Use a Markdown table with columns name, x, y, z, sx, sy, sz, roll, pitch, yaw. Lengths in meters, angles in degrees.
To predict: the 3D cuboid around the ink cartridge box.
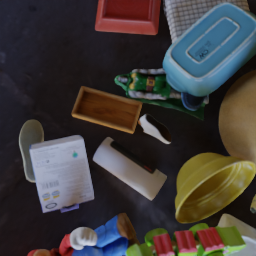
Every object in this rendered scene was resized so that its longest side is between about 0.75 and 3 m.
| name | x | y | z | sx | sy | sz | roll | pitch | yaw |
| --- | --- | --- | --- | --- | --- | --- | --- | --- | --- |
| ink cartridge box | -1.597 | 1.229 | 6.889 | 1.277 | 0.714 | 1.871 | -12 | 98 | -15 |

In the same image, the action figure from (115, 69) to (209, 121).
| name | x | y | z | sx | sy | sz | roll | pitch | yaw |
| --- | --- | --- | --- | --- | --- | --- | --- | --- | --- |
| action figure | 0.928 | -1.164 | 7.892 | 2.639 | 0.722 | 1.559 | 7 | 76 | 3 |

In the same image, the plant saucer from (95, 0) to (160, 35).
| name | x | y | z | sx | sy | sz | roll | pitch | yaw |
| --- | --- | --- | --- | --- | --- | --- | --- | --- | --- |
| plant saucer | 0.019 | -3.946 | 8.791 | 1.969 | 0.362 | 1.973 | 5 | 75 | 3 |

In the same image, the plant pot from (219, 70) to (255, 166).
| name | x | y | z | sx | sy | sz | roll | pitch | yaw |
| --- | --- | --- | --- | --- | --- | --- | --- | --- | --- |
| plant pot | 3.903 | -0.095 | 6.075 | 2.703 | 2.900 | 2.703 | -1 | 95 | -9 |

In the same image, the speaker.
| name | x | y | z | sx | sy | sz | roll | pitch | yaw |
| --- | --- | --- | --- | --- | --- | --- | --- | --- | --- |
| speaker | 0.048 | 1.055 | 7.275 | 1.881 | 0.764 | 0.764 | 34 | 78 | 9 |

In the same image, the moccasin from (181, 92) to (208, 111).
| name | x | y | z | sx | sy | sz | roll | pitch | yaw |
| --- | --- | --- | --- | --- | --- | --- | --- | --- | --- |
| moccasin | 1.907 | -1.483 | 7.364 | 0.816 | 0.692 | 2.028 | 16 | 82 | -5 |

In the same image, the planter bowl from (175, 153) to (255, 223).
| name | x | y | z | sx | sy | sz | roll | pitch | yaw |
| --- | --- | --- | --- | --- | --- | --- | --- | --- | --- |
| planter bowl | 1.857 | 1.249 | 6.716 | 2.182 | 2.182 | 0.909 | -27 | 50 | -7 |

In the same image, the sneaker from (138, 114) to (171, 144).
| name | x | y | z | sx | sy | sz | roll | pitch | yaw |
| --- | --- | --- | --- | --- | --- | --- | --- | --- | --- |
| sneaker | 0.719 | 0.059 | 7.599 | 1.065 | 0.451 | 0.388 | 43 | 51 | -16 |

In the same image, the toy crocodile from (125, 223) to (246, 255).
| name | x | y | z | sx | sy | sz | roll | pitch | yaw |
| --- | --- | --- | --- | --- | --- | --- | --- | --- | --- |
| toy crocodile | 1.327 | 2.675 | 6.308 | 2.836 | 0.876 | 0.957 | -3 | 42 | -11 |

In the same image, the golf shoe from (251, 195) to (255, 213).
| name | x | y | z | sx | sy | sz | roll | pitch | yaw |
| --- | --- | --- | --- | --- | --- | --- | --- | --- | --- |
| golf shoe | 3.913 | 2.474 | 6.725 | 1.150 | 0.927 | 2.366 | -35 | 75 | -21 |

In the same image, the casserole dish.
| name | x | y | z | sx | sy | sz | roll | pitch | yaw |
| --- | --- | --- | --- | --- | --- | --- | --- | --- | --- |
| casserole dish | 2.155 | -2.105 | 7.169 | 2.861 | 0.555 | 1.733 | -42 | 66 | 1 |

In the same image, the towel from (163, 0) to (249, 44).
| name | x | y | z | sx | sy | sz | roll | pitch | yaw |
| --- | --- | --- | --- | --- | --- | --- | --- | --- | --- |
| towel | 2.276 | -3.344 | 8.335 | 2.349 | 1.005 | 1.945 | -11 | 82 | 1 |

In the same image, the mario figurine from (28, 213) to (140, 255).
| name | x | y | z | sx | sy | sz | roll | pitch | yaw |
| --- | --- | --- | --- | --- | --- | --- | --- | --- | --- |
| mario figurine | -1.090 | 3.225 | 6.269 | 2.977 | 1.578 | 1.838 | -24 | 82 | -9 |

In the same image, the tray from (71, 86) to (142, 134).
| name | x | y | z | sx | sy | sz | roll | pitch | yaw |
| --- | --- | --- | --- | --- | --- | --- | --- | --- | --- |
| tray | -0.589 | -0.511 | 7.922 | 1.784 | 0.330 | 0.880 | 16 | 76 | 5 |

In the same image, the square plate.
| name | x | y | z | sx | sy | sz | roll | pitch | yaw |
| --- | --- | --- | --- | --- | --- | --- | --- | --- | --- |
| square plate | 3.035 | 3.877 | 6.725 | 2.627 | 0.377 | 2.652 | 27 | 77 | 7 |

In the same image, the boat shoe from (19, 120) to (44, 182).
| name | x | y | z | sx | sy | sz | roll | pitch | yaw |
| --- | --- | --- | --- | --- | --- | --- | --- | --- | --- |
| boat shoe | -2.538 | 0.613 | 7.482 | 0.632 | 0.527 | 1.695 | -6 | 76 | -15 |
